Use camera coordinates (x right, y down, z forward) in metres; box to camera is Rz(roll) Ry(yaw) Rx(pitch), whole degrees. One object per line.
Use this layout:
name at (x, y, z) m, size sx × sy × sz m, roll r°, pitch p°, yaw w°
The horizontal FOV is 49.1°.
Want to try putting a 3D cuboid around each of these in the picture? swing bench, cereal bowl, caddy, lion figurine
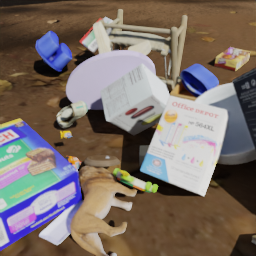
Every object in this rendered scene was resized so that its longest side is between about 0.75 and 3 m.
swing bench at (0.555, -2.609, 10.104) m, size 2.660 × 2.674 × 1.735 m, roll 13°, pitch 38°, yaw 19°
cereal bowl at (2.736, -0.022, 7.317) m, size 2.381 × 0.992 × 2.381 m, roll -19°, pitch 45°, yaw 19°
caddy at (2.376, -1.492, 9.533) m, size 0.737 × 0.992 × 1.403 m, roll -35°, pitch 62°, yaw -15°
caddy at (-3.122, -3.106, 11.573) m, size 1.012 × 1.363 × 1.929 m, roll -37°, pitch 33°, yaw 11°
lion figurine at (-0.624, 1.553, 5.465) m, size 1.324 × 0.783 × 2.162 m, roll 18°, pitch 29°, yaw 3°

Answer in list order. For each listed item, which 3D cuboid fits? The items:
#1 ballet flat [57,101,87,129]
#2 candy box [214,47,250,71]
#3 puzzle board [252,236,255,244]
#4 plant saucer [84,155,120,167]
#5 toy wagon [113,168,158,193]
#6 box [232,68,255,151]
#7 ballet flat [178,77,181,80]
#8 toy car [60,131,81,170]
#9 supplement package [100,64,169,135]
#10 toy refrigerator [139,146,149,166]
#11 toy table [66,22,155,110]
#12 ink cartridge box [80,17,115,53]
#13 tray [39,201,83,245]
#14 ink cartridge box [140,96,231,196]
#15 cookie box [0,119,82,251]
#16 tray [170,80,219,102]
ballet flat at (-1.742, -0.361, 7.909) m, size 0.511 × 0.552 × 1.638 m, roll -19°, pitch -7°, yaw -41°
candy box at (4.837, -3.195, 12.932) m, size 1.003 × 0.485 × 1.719 m, roll 24°, pitch 42°, yaw 31°
puzzle board at (3.722, 1.973, 4.328) m, size 2.698 × 0.235 × 2.034 m, roll -2°, pitch -4°, yaw -7°
plant saucer at (-0.588, 0.731, 6.312) m, size 0.806 × 0.119 × 0.806 m, roll 1°, pitch 4°, yaw 0°
toy wagon at (0.094, 1.069, 5.714) m, size 0.841 × 1.084 × 0.214 m, roll 18°, pitch 81°, yaw 29°
box at (3.573, -0.043, 5.279) m, size 2.019 × 2.729 × 1.424 m, roll -17°, pitch -2°, yaw -10°
ballet flat at (2.296, -1.968, 11.196) m, size 0.248 × 0.262 × 0.777 m, roll -54°, pitch 38°, yaw -4°
toy car at (-1.355, 0.577, 6.751) m, size 0.340 × 1.023 × 0.502 m, roll -12°, pitch 16°, yaw -22°
supplement package at (0.270, -0.706, 7.662) m, size 1.432 × 1.369 × 1.053 m, roll -29°, pitch 58°, yaw 24°
toy refrigerator at (0.852, 0.734, 7.125) m, size 1.118 × 0.391 × 0.424 m, roll 0°, pitch 35°, yaw 4°
toy table at (-0.530, -1.811, 8.701) m, size 2.723 × 2.503 × 1.595 m, roll -7°, pitch 43°, yaw 9°
ink cartridge box at (-1.404, -4.042, 11.766) m, size 1.453 × 0.452 × 1.805 m, roll -47°, pitch 44°, yaw 3°
tray at (-1.168, 1.865, 5.556) m, size 0.589 × 0.122 × 1.097 m, roll 6°, pitch 30°, yaw 37°
ink cartridge box at (1.320, 0.299, 6.085) m, size 1.266 × 1.233 × 1.969 m, roll 18°, pitch 82°, yaw 25°
cookie box at (-2.633, 1.033, 5.881) m, size 2.209 × 0.970 × 2.583 m, roll -27°, pitch 43°, yaw -35°
tray at (2.987, -0.950, 9.540) m, size 2.858 × 0.529 × 1.410 m, roll 15°, pitch 36°, yaw 20°
